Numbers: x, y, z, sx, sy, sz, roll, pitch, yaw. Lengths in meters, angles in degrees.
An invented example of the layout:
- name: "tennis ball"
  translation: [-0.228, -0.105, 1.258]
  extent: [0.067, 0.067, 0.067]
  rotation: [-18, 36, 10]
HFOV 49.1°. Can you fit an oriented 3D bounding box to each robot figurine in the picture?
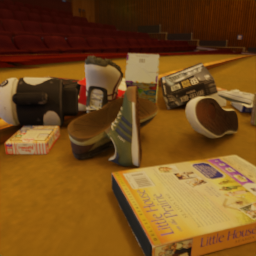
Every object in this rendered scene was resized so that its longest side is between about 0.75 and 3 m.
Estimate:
- name: "robot figurine"
  translation: [-2.944, -0.876, 9.202]
  extent: [2.585, 1.942, 1.613]
  rotation: [0, 52, -9]

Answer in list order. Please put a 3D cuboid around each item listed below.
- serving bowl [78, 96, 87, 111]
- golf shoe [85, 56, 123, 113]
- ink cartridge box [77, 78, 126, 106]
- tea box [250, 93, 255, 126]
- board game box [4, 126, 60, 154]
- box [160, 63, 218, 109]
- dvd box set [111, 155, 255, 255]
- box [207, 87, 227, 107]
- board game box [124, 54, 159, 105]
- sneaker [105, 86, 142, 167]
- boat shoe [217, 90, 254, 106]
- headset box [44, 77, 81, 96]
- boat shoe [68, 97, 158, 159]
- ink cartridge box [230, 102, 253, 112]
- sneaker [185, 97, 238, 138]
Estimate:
- name: "serving bowl"
  translation: [-1.929, -1.101, 11.903]
  extent: [1.365, 0.449, 1.365]
  rotation: [-1, 19, 0]
- name: "golf shoe"
  translation: [-0.730, -0.971, 7.842]
  extent: [1.020, 1.164, 2.642]
  rotation: [12, -20, 4]
- name: "ink cartridge box"
  translation: [-0.833, -1.372, 11.185]
  extent: [1.743, 1.009, 2.999]
  rotation: [19, 21, 6]
- name: "tea box"
  translation: [5.310, -0.571, 9.201]
  extent: [1.700, 1.136, 1.673]
  rotation: [-10, 21, -27]
- name: "board game box"
  translation: [-2.621, 0.307, 7.852]
  extent: [1.084, 0.331, 1.431]
  rotation: [0, 18, 1]
- name: "box"
  translation: [2.540, -1.903, 12.310]
  extent: [2.115, 0.667, 2.682]
  rotation: [-19, 24, 13]
- name: "dvd box set"
  translation: [1.349, 1.228, 4.959]
  extent: [2.897, 0.426, 2.120]
  rotation: [-6, 19, -18]
- name: "box"
  translation: [3.562, -1.438, 12.470]
  extent: [0.913, 0.715, 1.467]
  rotation: [-6, 19, -17]
- name: "board game box"
  translation: [0.516, -1.581, 9.673]
  extent: [1.041, 1.023, 1.986]
  rotation: [4, -16, 7]
- name: "sneaker"
  translation: [-0.150, -0.005, 6.414]
  extent: [0.828, 1.845, 0.619]
  rotation: [-2, 8, 11]
- name: "boat shoe"
  translation: [3.611, -1.078, 9.359]
  extent: [1.167, 0.390, 0.429]
  rotation: [23, -3, 29]
- name: "headset box"
  translation: [-3.598, -1.699, 12.825]
  extent: [2.607, 0.978, 1.938]
  rotation: [12, 22, 32]
- name: "boat shoe"
  translation: [-0.365, -0.061, 7.587]
  extent: [2.956, 0.958, 1.082]
  rotation: [-21, 49, -38]
- name: "ink cartridge box"
  translation: [5.388, -0.890, 11.341]
  extent: [1.911, 0.389, 1.914]
  rotation: [1, 18, 3]
- name: "sneaker"
  translation: [2.106, -0.167, 7.911]
  extent: [1.212, 1.042, 2.863]
  rotation: [-6, -11, 37]
